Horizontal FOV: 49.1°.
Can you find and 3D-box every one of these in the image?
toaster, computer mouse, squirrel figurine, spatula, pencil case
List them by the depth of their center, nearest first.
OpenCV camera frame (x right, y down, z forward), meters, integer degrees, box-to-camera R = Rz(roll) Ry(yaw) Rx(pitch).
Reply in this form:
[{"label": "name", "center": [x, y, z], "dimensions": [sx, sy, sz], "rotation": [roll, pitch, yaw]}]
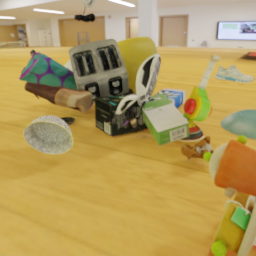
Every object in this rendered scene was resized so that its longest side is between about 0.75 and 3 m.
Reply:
[{"label": "squirrel figurine", "center": [1.735, 0.631, 7.308], "dimensions": [0.792, 0.600, 0.848], "rotation": [-14, -6, -31]}, {"label": "computer mouse", "center": [-0.203, -0.619, 8.294], "dimensions": [1.253, 0.275, 0.687], "rotation": [-40, 5, 27]}, {"label": "computer mouse", "center": [-1.155, -3.961, 8.529], "dimensions": [0.326, 1.486, 0.815], "rotation": [31, 25, 28]}, {"label": "computer mouse", "center": [0.420, -1.163, 8.723], "dimensions": [0.546, 2.487, 1.364], "rotation": [16, -9, 16]}, {"label": "spatula", "center": [0.263, -0.387, 9.184], "dimensions": [1.047, 0.296, 0.108], "rotation": [-32, 74, -18]}, {"label": "toaster", "center": [-1.064, -2.115, 10.185], "dimensions": [1.855, 2.052, 1.217], "rotation": [-14, -23, -7]}, {"label": "pencil case", "center": [-2.644, -1.733, 11.015], "dimensions": [2.990, 1.272, 1.382], "rotation": [30, -24, -36]}]

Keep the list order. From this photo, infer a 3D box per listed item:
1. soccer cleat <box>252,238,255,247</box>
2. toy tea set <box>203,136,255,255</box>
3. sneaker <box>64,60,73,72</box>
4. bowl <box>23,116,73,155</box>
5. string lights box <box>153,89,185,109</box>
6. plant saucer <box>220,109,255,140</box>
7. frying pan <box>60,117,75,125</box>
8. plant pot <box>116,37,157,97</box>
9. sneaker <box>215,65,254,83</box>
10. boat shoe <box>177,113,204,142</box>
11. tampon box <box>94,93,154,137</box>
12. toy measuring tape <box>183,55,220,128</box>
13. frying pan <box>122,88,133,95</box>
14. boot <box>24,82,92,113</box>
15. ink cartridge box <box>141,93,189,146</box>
[{"label": "soccer cleat", "center": [2.771, 1.673, 4.599], "dimensions": [1.550, 0.669, 0.541], "rotation": [1, 20, 3]}, {"label": "toy tea set", "center": [1.291, 1.321, 4.159], "dimensions": [1.062, 1.706, 2.869], "rotation": [20, 33, 25]}, {"label": "sneaker", "center": [-2.644, -2.372, 12.689], "dimensions": [2.926, 1.178, 1.118], "rotation": [-25, -23, 15]}, {"label": "bowl", "center": [-2.080, 0.080, 7.549], "dimensions": [1.310, 1.310, 0.615], "rotation": [1, 46, 2]}, {"label": "string lights box", "center": [1.763, -1.219, 12.486], "dimensions": [1.059, 0.607, 2.060], "rotation": [9, 22, 23]}, {"label": "plant saucer", "center": [4.685, -0.233, 10.030], "dimensions": [2.598, 0.500, 2.598], "rotation": [0, 21, 0]}, {"label": "frying pan", "center": [-2.555, -0.212, 10.398], "dimensions": [1.182, 0.192, 0.715], "rotation": [-12, 23, -25]}, {"label": "plant pot", "center": [-0.241, -2.599, 12.403], "dimensions": [2.083, 2.934, 2.934], "rotation": [-2, 20, -22]}, {"label": "sneaker", "center": [3.137, -1.598, 8.214], "dimensions": [1.081, 0.468, 0.405], "rotation": [13, 23, 18]}, {"label": "boat shoe", "center": [1.595, -0.198, 9.483], "dimensions": [0.841, 0.739, 2.363], "rotation": [-19, 27, -24]}, {"label": "tampon box", "center": [-0.136, -0.516, 9.867], "dimensions": [1.729, 1.092, 1.296], "rotation": [-11, 21, -29]}, {"label": "toy measuring tape", "center": [2.212, -0.940, 8.129], "dimensions": [0.828, 2.250, 0.828], "rotation": [18, 23, -8]}, {"label": "frying pan", "center": [-0.364, -0.893, 11.304], "dimensions": [0.272, 1.669, 1.010], "rotation": [34, -1, 31]}, {"label": "boot", "center": [-2.021, -1.014, 8.511], "dimensions": [1.578, 0.687, 1.898], "rotation": [20, 5, 8]}, {"label": "ink cartridge box", "center": [1.048, -0.319, 8.790], "dimensions": [0.975, 0.557, 1.877], "rotation": [-17, 39, -9]}]
